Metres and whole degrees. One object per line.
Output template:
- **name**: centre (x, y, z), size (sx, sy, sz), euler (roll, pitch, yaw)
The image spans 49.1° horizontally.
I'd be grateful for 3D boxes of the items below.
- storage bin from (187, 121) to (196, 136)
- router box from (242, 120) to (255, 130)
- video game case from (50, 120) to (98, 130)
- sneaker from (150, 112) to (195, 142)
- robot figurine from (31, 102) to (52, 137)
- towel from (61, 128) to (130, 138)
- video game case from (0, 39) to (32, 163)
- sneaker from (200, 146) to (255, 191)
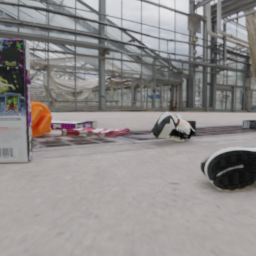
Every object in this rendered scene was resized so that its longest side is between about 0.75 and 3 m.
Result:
- **storage bin**: centre (2.211, 0.007, 11.975), size (1.316, 0.617, 0.890), euler (2, 5, 16)
- **router box**: centre (7.267, -0.180, 15.075), size (1.778, 0.464, 1.398), euler (-3, 6, -36)
- **video game case**: centre (-3.181, -0.172, 15.260), size (2.322, 0.416, 2.104), euler (2, 5, 25)
- **sneaker**: centre (1.589, 0.029, 9.474), size (0.928, 0.856, 2.321), euler (43, 26, 23)
- **robot figurine**: centre (-4.239, -0.413, 11.844), size (1.819, 1.475, 2.530), euler (-7, 8, -42)
- **towel**: centre (-1.397, 0.149, 12.269), size (2.547, 0.290, 1.834), euler (2, 4, 21)
- **video game case**: centre (-3.683, -0.563, 6.108), size (2.987, 2.707, 0.535), euler (-1, 5, -7)
- **sneaker**: centre (2.155, 0.564, 4.520), size (2.029, 0.750, 0.804), euler (-1, 0, -4)
